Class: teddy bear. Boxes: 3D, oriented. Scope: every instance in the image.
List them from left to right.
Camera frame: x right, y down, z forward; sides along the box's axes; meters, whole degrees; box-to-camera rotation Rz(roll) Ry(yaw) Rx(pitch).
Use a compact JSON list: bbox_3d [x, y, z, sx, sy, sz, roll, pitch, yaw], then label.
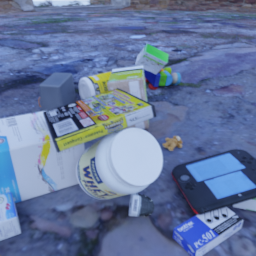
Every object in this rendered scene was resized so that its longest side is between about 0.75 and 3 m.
[{"bbox_3d":[1.603,0.529,9.956,0.874,0.292,0.634,-16,35,-26],"label":"teddy bear"}]

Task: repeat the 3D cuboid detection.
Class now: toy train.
[{"bbox_3d":[1.619,-3.159,15.534,1.658,1.213,2.865,-2,33,-20],"label":"toy train"}]

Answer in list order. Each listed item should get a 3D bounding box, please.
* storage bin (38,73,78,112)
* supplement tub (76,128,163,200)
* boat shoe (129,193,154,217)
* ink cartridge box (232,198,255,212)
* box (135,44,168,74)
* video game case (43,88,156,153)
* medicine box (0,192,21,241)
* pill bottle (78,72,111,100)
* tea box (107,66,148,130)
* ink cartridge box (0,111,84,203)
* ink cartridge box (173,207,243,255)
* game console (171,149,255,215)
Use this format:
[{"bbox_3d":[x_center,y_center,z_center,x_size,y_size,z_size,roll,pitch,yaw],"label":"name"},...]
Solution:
[{"bbox_3d":[-3.176,-1.498,12.378,1.589,1.466,2.183,4,29,7],"label":"storage bin"},{"bbox_3d":[-0.268,0.914,6.871,1.521,1.521,2.098,-21,-7,-33],"label":"supplement tub"},{"bbox_3d":[0.285,1.853,6.662,0.487,0.590,1.719,7,-11,0],"label":"boat shoe"},{"bbox_3d":[3.243,1.742,7.645,0.727,0.420,0.996,8,29,16],"label":"ink cartridge box"},{"bbox_3d":[1.005,-2.894,11.931,1.071,0.945,0.518,21,61,-16],"label":"box"},{"bbox_3d":[-0.865,-0.341,6.994,2.295,0.324,2.539,-20,23,-15],"label":"video game case"},{"bbox_3d":[-3.241,2.193,6.708,1.086,0.559,0.989,-14,32,-24],"label":"medicine box"},{"bbox_3d":[-0.981,-1.931,13.254,2.444,1.360,1.360,-21,35,-31],"label":"pill bottle"},{"bbox_3d":[0.063,-1.199,11.126,1.337,2.002,1.969,-6,28,7],"label":"tea box"},{"bbox_3d":[-2.645,0.715,8.065,2.435,1.778,1.786,-13,32,-23],"label":"ink cartridge box"},{"bbox_3d":[1.889,2.376,6.598,1.566,0.346,0.736,-18,33,-29],"label":"ink cartridge box"},{"bbox_3d":[2.560,1.358,7.675,2.395,0.372,2.118,-16,19,-4],"label":"game console"}]
